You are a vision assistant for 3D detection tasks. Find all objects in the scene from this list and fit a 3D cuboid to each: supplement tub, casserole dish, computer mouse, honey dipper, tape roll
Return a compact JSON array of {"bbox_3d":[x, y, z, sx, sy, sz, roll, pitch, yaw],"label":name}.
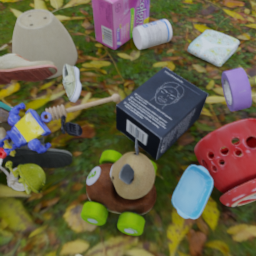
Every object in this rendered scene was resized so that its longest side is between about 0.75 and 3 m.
[{"bbox_3d":[1.118,-4.305,12.905,1.577,1.041,1.041,-20,55,-16],"label":"supplement tub"},{"bbox_3d":[1.659,1.678,7.365,0.887,0.284,1.464,36,65,-5],"label":"casserole dish"},{"bbox_3d":[-1.709,0.019,8.293,0.228,0.865,0.599,-20,63,28],"label":"computer mouse"},{"bbox_3d":[-1.554,-0.788,9.971,2.673,0.508,0.508,-17,54,-14],"label":"honey dipper"},{"bbox_3d":[3.261,-1.147,8.481,0.524,1.233,1.233,-13,52,8],"label":"tape roll"}]

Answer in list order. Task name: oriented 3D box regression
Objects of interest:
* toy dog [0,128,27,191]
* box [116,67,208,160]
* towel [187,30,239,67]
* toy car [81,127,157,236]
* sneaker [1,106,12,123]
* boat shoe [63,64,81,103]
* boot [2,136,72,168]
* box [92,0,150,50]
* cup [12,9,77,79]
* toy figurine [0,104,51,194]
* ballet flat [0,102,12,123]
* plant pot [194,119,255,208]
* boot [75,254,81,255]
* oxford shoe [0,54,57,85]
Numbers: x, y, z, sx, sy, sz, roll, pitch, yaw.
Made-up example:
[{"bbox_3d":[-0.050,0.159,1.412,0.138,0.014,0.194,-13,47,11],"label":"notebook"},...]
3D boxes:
[{"bbox_3d":[-4.433,0.934,8.576,1.972,1.440,2.990,-34,59,-22],"label":"toy dog"},{"bbox_3d":[1.072,-0.529,9.218,1.826,1.317,2.460,38,62,23],"label":"box"},{"bbox_3d":[3.917,-3.707,12.803,1.696,0.477,1.981,32,59,23],"label":"towel"},{"bbox_3d":[-0.134,1.266,7.497,2.092,2.651,2.178,14,53,5],"label":"toy car"},{"bbox_3d":[-5.055,-0.754,10.242,1.771,0.781,0.720,10,52,-7],"label":"sneaker"},{"bbox_3d":[-1.632,-1.258,7.860,0.427,0.496,1.378,20,38,-32],"label":"boat shoe"},{"bbox_3d":[-2.946,0.501,9.400,2.320,0.786,1.516,3,47,0],"label":"boot"},{"bbox_3d":[-0.266,-5.342,12.912,1.256,2.286,2.599,33,58,23],"label":"box"},{"bbox_3d":[-3.675,-3.725,11.860,2.786,1.992,2.786,0,53,0],"label":"cup"},{"bbox_3d":[-2.869,0.256,8.129,1.754,1.545,2.928,-38,87,-12],"label":"toy figurine"},{"bbox_3d":[-4.593,-0.593,8.822,0.967,2.840,0.955,32,84,19],"label":"ballet flat"},{"bbox_3d":[3.262,1.058,8.037,2.132,2.132,1.941,-15,61,-11],"label":"plant pot"},{"bbox_3d":[-1.142,3.900,6.921,0.976,0.455,1.263,17,53,12],"label":"boot"},{"bbox_3d":[-3.257,-1.881,8.396,2.329,0.824,0.860,-3,73,6],"label":"oxford shoe"}]
